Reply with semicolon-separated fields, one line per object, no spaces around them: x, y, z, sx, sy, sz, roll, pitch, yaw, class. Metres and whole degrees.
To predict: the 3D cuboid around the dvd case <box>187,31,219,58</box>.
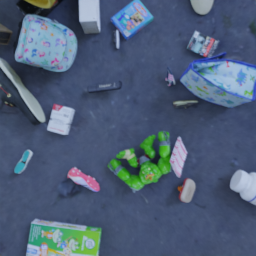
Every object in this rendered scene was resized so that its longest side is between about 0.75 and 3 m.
2.879;-3.190;10.787;0.995;0.109;0.726;22;110;-4;dvd case

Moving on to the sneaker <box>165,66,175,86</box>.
1.562;-1.964;10.727;0.322;0.275;0.785;-18;115;8;sneaker

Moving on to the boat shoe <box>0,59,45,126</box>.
-4.206;-1.204;10.481;0.929;1.085;2.965;-40;82;1;boat shoe

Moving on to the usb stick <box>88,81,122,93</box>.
-0.893;-1.538;10.539;1.333;0.217;0.370;-5;60;15;usb stick

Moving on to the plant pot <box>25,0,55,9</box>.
-3.082;-5.957;8.983;2.972;2.972;2.796;30;86;2;plant pot

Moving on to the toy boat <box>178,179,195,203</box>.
2.108;2.311;10.474;0.573;0.574;0.879;29;80;-38;toy boat

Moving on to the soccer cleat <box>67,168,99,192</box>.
-1.690;2.030;10.634;1.324;0.441;0.506;36;122;-5;soccer cleat

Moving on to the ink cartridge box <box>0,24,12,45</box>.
-5.224;-3.622;10.030;1.554;1.280;0.584;33;110;9;ink cartridge box

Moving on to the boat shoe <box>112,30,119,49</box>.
-0.492;-3.483;11.034;0.250;0.264;0.754;-3;85;6;boat shoe

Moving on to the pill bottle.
4.798;2.298;10.234;1.919;1.075;1.075;26;87;2;pill bottle

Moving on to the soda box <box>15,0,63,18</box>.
-3.141;-5.154;10.887;2.360;0.747;0.835;-45;86;-3;soda box

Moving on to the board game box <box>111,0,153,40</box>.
0.154;-4.286;11.054;1.347;0.303;1.024;-38;87;-2;board game box

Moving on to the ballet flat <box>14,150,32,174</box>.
-3.871;1.292;10.483;0.348;0.348;0.971;30;85;2;ballet flat

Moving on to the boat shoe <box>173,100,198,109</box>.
2.212;-0.907;10.838;0.955;0.341;0.314;-4;100;-5;boat shoe

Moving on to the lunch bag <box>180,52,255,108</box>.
3.146;-1.706;10.036;2.320;1.973;1.478;14;85;0;lunch bag

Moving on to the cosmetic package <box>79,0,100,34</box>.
-1.508;-5.144;10.709;0.685;1.116;2.704;-2;86;-1;cosmetic package

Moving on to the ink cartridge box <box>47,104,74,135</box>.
-2.568;-0.303;10.714;0.742;0.430;1.028;15;87;3;ink cartridge box

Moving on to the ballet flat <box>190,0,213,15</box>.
2.938;-5.953;10.845;1.010;1.010;2.908;1;86;0;ballet flat

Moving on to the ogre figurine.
0.635;1.292;10.275;2.494;1.223;1.495;-26;73;-12;ogre figurine

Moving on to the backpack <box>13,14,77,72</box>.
-2.887;-2.967;10.087;2.043;1.538;1.814;12;105;-33;backpack

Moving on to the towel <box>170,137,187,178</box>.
1.842;1.052;10.023;0.180;0.882;1.205;-1;46;32;towel

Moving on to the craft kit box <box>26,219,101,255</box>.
-2.440;4.905;10.327;2.583;0.635;2.616;7;87;-2;craft kit box
